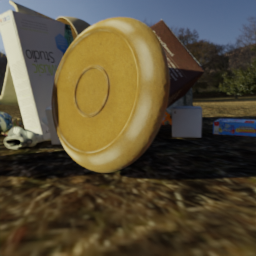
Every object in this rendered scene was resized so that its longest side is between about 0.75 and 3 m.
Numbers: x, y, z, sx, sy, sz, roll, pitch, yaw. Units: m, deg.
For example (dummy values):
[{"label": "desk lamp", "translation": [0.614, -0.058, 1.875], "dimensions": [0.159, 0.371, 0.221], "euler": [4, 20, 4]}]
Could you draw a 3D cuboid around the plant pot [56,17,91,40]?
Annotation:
[{"label": "plant pot", "translation": [-1.871, -3.358, 10.707], "dimensions": [1.223, 1.822, 1.822], "euler": [-27, 22, -36]}]

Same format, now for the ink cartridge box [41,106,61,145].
[{"label": "ink cartridge box", "translation": [-0.964, -0.129, 5.251], "dimensions": [1.111, 0.696, 0.714], "euler": [-1, 18, 16]}]

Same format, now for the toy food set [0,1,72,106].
[{"label": "toy food set", "translation": [-2.736, -1.893, 7.928], "dimensions": [0.817, 2.706, 1.942], "euler": [19, 9, 30]}]

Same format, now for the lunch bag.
[{"label": "lunch bag", "translation": [2.268, -1.238, 13.585], "dimensions": [1.447, 1.725, 1.202], "euler": [-1, -1, -32]}]

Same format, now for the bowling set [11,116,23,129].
[{"label": "bowling set", "translation": [-3.764, -0.182, 9.428], "dimensions": [0.569, 0.439, 0.818], "euler": [1, 6, 10]}]

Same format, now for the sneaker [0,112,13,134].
[{"label": "sneaker", "translation": [-3.703, -0.207, 8.049], "dimensions": [0.738, 0.725, 1.915], "euler": [-12, 13, -31]}]

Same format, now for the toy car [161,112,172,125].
[{"label": "toy car", "translation": [1.432, -0.249, 11.181], "dimensions": [0.516, 0.760, 1.550], "euler": [-44, -7, -7]}]

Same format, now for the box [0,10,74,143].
[{"label": "box", "translation": [-1.899, -1.228, 6.973], "dimensions": [0.525, 2.889, 2.085], "euler": [-9, 7, 27]}]

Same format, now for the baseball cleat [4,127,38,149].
[{"label": "baseball cleat", "translation": [-2.438, 0.206, 6.006], "dimensions": [1.144, 0.399, 0.609], "euler": [2, 9, 43]}]

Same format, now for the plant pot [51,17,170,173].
[{"label": "plant pot", "translation": [-0.392, -0.437, 3.487], "dimensions": [1.975, 1.975, 0.271], "euler": [5, -2, 42]}]

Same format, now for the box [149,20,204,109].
[{"label": "box", "translation": [0.425, -1.215, 7.257], "dimensions": [2.086, 1.713, 1.731], "euler": [-36, -8, -12]}]

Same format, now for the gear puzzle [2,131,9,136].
[{"label": "gear puzzle", "translation": [-2.821, 0.185, 7.423], "dimensions": [0.912, 0.119, 0.473], "euler": [6, 14, 14]}]

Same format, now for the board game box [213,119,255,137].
[{"label": "board game box", "translation": [3.280, -0.026, 8.278], "dimensions": [1.298, 0.371, 1.326], "euler": [4, 7, 27]}]

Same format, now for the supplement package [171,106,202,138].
[{"label": "supplement package", "translation": [1.660, -0.198, 7.877], "dimensions": [0.786, 0.789, 1.344], "euler": [1, 6, 14]}]
